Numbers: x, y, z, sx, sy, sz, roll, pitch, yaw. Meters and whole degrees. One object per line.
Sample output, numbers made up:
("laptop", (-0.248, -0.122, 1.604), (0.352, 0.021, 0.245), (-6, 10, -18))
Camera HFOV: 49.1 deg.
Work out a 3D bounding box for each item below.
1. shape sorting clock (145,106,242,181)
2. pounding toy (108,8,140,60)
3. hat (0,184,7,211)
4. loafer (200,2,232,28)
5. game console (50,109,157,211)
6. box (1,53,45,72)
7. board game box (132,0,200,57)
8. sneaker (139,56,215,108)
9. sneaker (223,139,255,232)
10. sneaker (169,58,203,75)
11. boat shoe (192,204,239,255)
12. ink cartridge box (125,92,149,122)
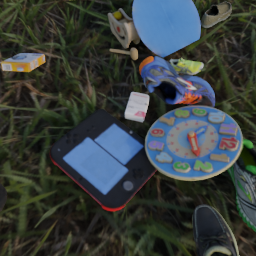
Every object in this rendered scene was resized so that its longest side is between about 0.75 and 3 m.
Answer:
("shape sorting clock", (1.775, 0.295, 7.853), (2.665, 0.523, 2.665), (-8, 47, 8))
("pounding toy", (-0.242, -3.431, 10.034), (1.135, 1.132, 1.979), (-27, 64, -14))
("hat", (-3.792, 2.023, 7.441), (1.214, 0.490, 1.214), (4, 56, -5))
("loafer", (3.504, -4.508, 10.938), (1.635, 0.569, 0.615), (-40, 68, -19))
("game console", (-0.601, 0.797, 8.011), (2.668, 0.414, 2.360), (38, 62, 17))
("box", (-3.318, -2.154, 9.084), (0.872, 0.304, 1.464), (4, 25, 7))
("board game box", (1.318, -3.872, 10.255), (2.871, 0.559, 2.268), (-32, 98, -25))
("sneaker", (1.499, -1.067, 8.416), (2.717, 1.023, 1.066), (19, 51, -21))
("sneaker", (3.295, 1.543, 7.316), (1.050, 1.146, 2.691), (-17, 63, -9))
("sneaker", (1.858, -2.017, 9.138), (1.186, 0.453, 0.447), (5, 62, 37))
("boat shoe", (2.064, 2.873, 6.365), (0.936, 0.861, 2.620), (-17, 48, 11))
("ink cartridge box", (0.296, -0.672, 8.972), (0.620, 0.350, 0.846), (13, 62, 7))
